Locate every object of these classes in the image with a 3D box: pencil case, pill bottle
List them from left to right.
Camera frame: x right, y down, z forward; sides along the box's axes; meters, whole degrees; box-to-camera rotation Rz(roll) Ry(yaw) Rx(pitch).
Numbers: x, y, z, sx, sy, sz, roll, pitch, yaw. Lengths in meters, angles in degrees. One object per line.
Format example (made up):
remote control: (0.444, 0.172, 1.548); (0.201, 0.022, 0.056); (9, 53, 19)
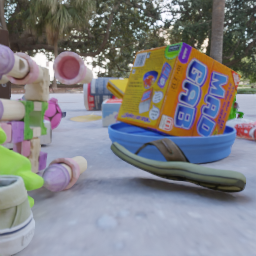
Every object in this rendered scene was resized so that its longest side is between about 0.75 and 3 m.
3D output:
pencil case: (-2.903, -0.480, 8.617); (2.073, 0.971, 0.941); (7, 0, 40)
pill bottle: (-0.880, -1.854, 15.212); (2.881, 1.723, 1.723); (0, 9, 0)

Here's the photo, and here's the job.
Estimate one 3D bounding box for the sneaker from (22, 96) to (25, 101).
sneaker: (-2.463, -0.471, 7.164); (0.457, 0.534, 1.226); (-28, -4, -23)

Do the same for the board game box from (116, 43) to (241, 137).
board game box: (0.925, -0.569, 5.493); (1.506, 1.506, 1.507); (18, -1, -30)

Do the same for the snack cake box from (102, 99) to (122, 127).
snack cake box: (0.363, -0.524, 9.335); (2.334, 0.784, 1.342); (0, 13, 3)

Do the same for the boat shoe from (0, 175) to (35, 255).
boat shoe: (-1.714, 0.676, 2.198); (1.892, 0.587, 0.681); (-1, 9, -10)

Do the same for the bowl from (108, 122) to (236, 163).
bowl: (0.843, 0.202, 5.706); (2.505, 0.492, 2.505); (1, 9, 0)

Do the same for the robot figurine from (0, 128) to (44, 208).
robot figurine: (-1.454, 0.463, 2.816); (1.115, 0.978, 0.645); (24, -4, 3)

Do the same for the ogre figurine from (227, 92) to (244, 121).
ogre figurine: (3.274, -0.633, 9.151); (0.925, 1.131, 1.886); (-4, 7, 0)

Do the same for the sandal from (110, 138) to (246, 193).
sandal: (0.600, 0.408, 3.587); (1.726, 0.492, 0.685); (10, -13, 23)

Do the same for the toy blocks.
toy blocks: (-1.522, -0.108, 3.479); (1.884, 1.761, 1.586); (4, 4, 8)

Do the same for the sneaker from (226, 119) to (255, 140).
sneaker: (2.940, 0.057, 6.724); (1.417, 0.473, 0.760); (7, 8, 24)

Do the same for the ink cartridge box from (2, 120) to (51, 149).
ink cartridge box: (-3.515, 0.066, 6.298); (2.728, 0.641, 2.696); (-8, 12, -35)

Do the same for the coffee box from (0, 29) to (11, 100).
coffee box: (-3.896, -1.182, 6.369); (2.853, 1.631, 1.137); (-5, -1, 41)

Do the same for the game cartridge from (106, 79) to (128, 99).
game cartridge: (0.887, -1.298, 11.920); (2.872, 0.466, 2.532); (-9, 42, -43)
